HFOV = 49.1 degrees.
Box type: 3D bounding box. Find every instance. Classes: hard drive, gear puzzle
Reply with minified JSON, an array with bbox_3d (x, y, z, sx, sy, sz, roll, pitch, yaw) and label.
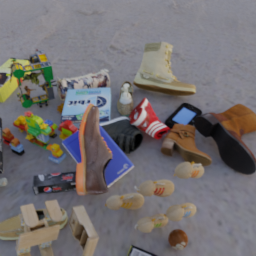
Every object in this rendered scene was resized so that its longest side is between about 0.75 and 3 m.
[{"bbox_3d":[-0.912,0.809,8.438,1.257,0.242,1.906,-36,75,-20],"label":"hard drive"},{"bbox_3d":[-1.674,-0.428,10.594,2.756,0.361,1.427,31,49,32],"label":"gear puzzle"}]

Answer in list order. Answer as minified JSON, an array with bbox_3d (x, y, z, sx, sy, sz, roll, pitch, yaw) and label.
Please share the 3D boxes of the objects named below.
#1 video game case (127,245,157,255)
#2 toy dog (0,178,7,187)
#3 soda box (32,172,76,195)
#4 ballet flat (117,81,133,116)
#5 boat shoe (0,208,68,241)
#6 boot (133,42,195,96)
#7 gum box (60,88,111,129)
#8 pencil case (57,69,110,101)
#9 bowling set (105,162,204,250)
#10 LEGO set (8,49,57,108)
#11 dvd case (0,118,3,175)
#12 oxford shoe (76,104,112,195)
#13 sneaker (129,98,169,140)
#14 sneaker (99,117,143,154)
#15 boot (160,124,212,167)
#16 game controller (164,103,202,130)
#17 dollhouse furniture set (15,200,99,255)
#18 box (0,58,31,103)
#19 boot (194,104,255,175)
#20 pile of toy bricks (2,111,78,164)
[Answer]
[{"bbox_3d":[0.493,3.447,6.082,1.490,0.190,1.347,16,42,17],"label":"video game case"},{"bbox_3d":[-3.960,1.710,7.821,1.099,0.725,0.529,-41,29,-23],"label":"toy dog"},{"bbox_3d":[-2.097,1.599,8.137,1.245,0.394,0.441,-5,41,-6],"label":"soda box"},{"bbox_3d":[-0.119,-1.278,11.402,0.688,0.637,1.951,-3,40,1],"label":"ballet flat"},{"bbox_3d":[-2.457,2.304,7.060,1.783,0.679,0.639,-11,43,-12],"label":"boat shoe"},{"bbox_3d":[1.709,-2.511,11.859,2.683,0.977,2.085,14,84,22],"label":"boot"},{"bbox_3d":[-1.506,-0.763,10.417,1.688,0.443,1.987,-3,40,-1],"label":"gum box"},{"bbox_3d":[-1.856,-1.845,11.803,2.225,0.995,0.866,-19,55,-22],"label":"pencil case"},{"bbox_3d":[0.885,1.968,6.581,1.351,2.517,1.752,17,43,-55],"label":"bowling set"},{"bbox_3d":[-3.714,-1.984,10.878,1.738,2.260,1.310,-22,54,-14],"label":"LEGO set"},{"bbox_3d":[-4.841,0.845,8.433,2.157,0.355,2.870,-27,39,-7],"label":"dvd case"},{"bbox_3d":[-0.879,0.576,7.884,0.938,0.918,2.574,0,79,4],"label":"oxford shoe"},{"bbox_3d":[0.776,-0.231,10.210,1.329,0.901,2.301,40,22,-8],"label":"sneaker"},{"bbox_3d":[-0.565,0.454,9.102,2.529,0.894,1.254,-25,41,-33],"label":"sneaker"},{"bbox_3d":[2.035,0.482,9.201,1.707,0.629,1.321,19,49,19],"label":"boot"},{"bbox_3d":[2.096,-0.370,10.533,0.897,0.362,1.719,24,46,27],"label":"game controller"},{"bbox_3d":[-1.617,2.478,6.302,1.565,1.438,1.018,-3,36,-34],"label":"dollhouse furniture set"},{"bbox_3d":[-5.373,-2.206,12.480,1.041,0.693,2.767,6,40,7],"label":"box"},{"bbox_3d":[3.921,0.268,9.620,2.693,0.922,2.535,-13,44,-36],"label":"boot"},{"bbox_3d":[-3.026,0.060,9.233,2.738,1.352,1.519,19,43,21],"label":"pile of toy bricks"}]
